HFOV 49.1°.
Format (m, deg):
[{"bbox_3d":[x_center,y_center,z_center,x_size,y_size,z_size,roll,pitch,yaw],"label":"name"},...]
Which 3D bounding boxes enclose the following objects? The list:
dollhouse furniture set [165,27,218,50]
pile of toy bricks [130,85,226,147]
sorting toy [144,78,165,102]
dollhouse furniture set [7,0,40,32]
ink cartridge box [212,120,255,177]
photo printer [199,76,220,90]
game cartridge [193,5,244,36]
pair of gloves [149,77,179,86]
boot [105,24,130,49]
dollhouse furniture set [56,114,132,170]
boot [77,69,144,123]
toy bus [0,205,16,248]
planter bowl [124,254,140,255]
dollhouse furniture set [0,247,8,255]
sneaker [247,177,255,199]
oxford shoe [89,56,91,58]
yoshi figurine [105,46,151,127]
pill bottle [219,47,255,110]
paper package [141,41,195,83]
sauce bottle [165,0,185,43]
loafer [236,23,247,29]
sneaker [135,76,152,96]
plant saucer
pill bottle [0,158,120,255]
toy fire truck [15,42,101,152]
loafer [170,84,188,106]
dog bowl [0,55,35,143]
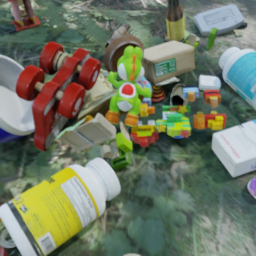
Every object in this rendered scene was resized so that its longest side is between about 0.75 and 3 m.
[{"bbox_3d":[2.745,-4.168,12.388,2.155,0.832,1.077,25,53,21],"label":"dollhouse furniture set"},{"bbox_3d":[1.463,-0.189,8.202,2.899,1.608,1.431,-3,35,7],"label":"pile of toy bricks"},{"bbox_3d":[0.618,-1.360,10.051,1.413,0.580,0.849,-3,50,-4],"label":"sorting toy"},{"bbox_3d":[-5.460,-6.176,13.668,1.194,1.580,2.935,-24,53,-20],"label":"dollhouse furniture set"},{"bbox_3d":[3.491,0.540,8.144,1.679,0.721,1.230,-18,45,-6],"label":"ink cartridge box"},{"bbox_3d":[3.074,-1.675,10.557,0.785,0.273,0.653,6,48,5],"label":"photo printer"},{"bbox_3d":[4.244,-4.998,13.102,2.029,0.411,1.353,-15,59,1],"label":"game cartridge"},{"bbox_3d":[1.276,-1.698,10.125,0.888,0.183,1.044,-16,15,-17],"label":"pair of gloves"},{"bbox_3d":[-0.490,-3.751,11.928,0.588,1.675,1.225,43,84,-1],"label":"boot"},{"bbox_3d":[-0.705,0.207,7.467,1.197,2.394,0.924,-24,51,19],"label":"dollhouse furniture set"},{"bbox_3d":[-0.587,-1.225,9.065,2.459,0.895,1.911,-26,46,30],"label":"boot"},{"bbox_3d":[-4.197,1.971,6.610,2.642,1.365,2.493,-22,52,-18],"label":"toy bus"},{"bbox_3d":[0.076,3.195,5.946,1.111,0.748,1.111,-1,49,1],"label":"planter bowl"},{"bbox_3d":[-2.566,3.416,5.495,1.474,1.114,2.740,-35,57,-27],"label":"dollhouse furniture set"},{"bbox_3d":[4.197,1.355,7.484,1.997,0.883,0.803,-12,51,-8],"label":"sneaker"},{"bbox_3d":[-2.033,-2.496,11.026,1.434,0.536,0.505,7,28,36],"label":"oxford shoe"},{"bbox_3d":[-0.010,-1.150,7.744,1.172,2.093,1.176,21,15,42],"label":"yoshi figurine"},{"bbox_3d":[4.372,-1.785,9.870,1.451,1.451,2.619,-19,52,-16],"label":"pill bottle"},{"bbox_3d":[1.342,-2.478,10.314,1.726,0.893,1.646,-19,28,-11],"label":"paper package"},{"bbox_3d":[1.878,-4.399,11.184,0.745,2.303,0.745,-6,61,10],"label":"sauce bottle"},{"bbox_3d":[5.111,-5.026,13.415,1.211,0.425,0.411,10,49,9],"label":"loafer"},{"bbox_3d":[0.286,-1.533,9.715,0.666,0.553,1.395,-16,40,-17],"label":"sneaker"},{"bbox_3d":[-0.086,-2.317,9.305,1.501,1.501,0.259,-20,47,-17],"label":"plant saucer"},{"bbox_3d":[-1.514,1.809,6.655,2.583,1.452,1.452,-30,55,-28],"label":"pill bottle"},{"bbox_3d":[-2.006,-0.970,8.448,1.607,2.407,2.867,23,51,2],"label":"toy fire truck"},{"bbox_3d":[1.773,-0.946,9.662,0.659,0.610,1.751,13,51,5],"label":"loafer"},{"bbox_3d":[-3.656,-0.838,8.295,0.965,2.451,2.451,-22,46,18],"label":"dog bowl"}]
